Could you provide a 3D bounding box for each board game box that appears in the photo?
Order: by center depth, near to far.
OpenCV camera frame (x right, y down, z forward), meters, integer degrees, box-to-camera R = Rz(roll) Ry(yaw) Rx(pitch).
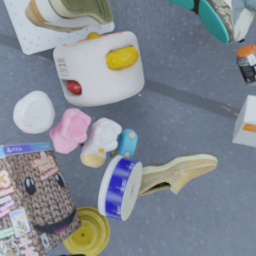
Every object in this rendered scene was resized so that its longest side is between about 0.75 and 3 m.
[{"bbox_3d":[-2.189,1.545,6.105,1.074,1.768,2.217,-25,84,13],"label":"board game box"},{"bbox_3d":[-2.043,-3.717,7.843,2.694,0.348,2.693,-19,103,-9],"label":"board game box"}]

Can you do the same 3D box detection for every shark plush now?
[{"bbox_3d":[2.252,-2.994,6.234,0.965,1.052,2.317,-6,83,-13],"label":"shark plush"}]

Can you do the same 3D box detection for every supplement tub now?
[{"bbox_3d":[3.009,-1.523,6.834,0.563,0.563,0.919,-40,117,-8],"label":"supplement tub"}]

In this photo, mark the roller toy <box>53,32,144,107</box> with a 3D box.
[{"bbox_3d":[-0.728,-1.574,7.050,2.102,2.304,1.610,-9,111,6],"label":"roller toy"}]

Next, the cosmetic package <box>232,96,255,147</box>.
[{"bbox_3d":[3.122,-0.070,6.711,0.922,1.818,0.648,12,76,17],"label":"cosmetic package"}]

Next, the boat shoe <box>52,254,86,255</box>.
[{"bbox_3d":[-1.664,3.102,6.247,0.536,1.782,0.635,39,115,40],"label":"boat shoe"}]

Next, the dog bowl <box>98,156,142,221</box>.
[{"bbox_3d":[-0.138,1.276,5.974,0.510,1.295,1.295,13,78,16],"label":"dog bowl"}]

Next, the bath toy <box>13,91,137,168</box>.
[{"bbox_3d":[-1.180,0.108,6.178,2.745,1.014,1.193,24,86,-30],"label":"bath toy"}]

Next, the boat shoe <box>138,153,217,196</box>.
[{"bbox_3d":[1.165,1.236,6.851,2.133,0.764,0.812,-22,50,29],"label":"boat shoe"}]

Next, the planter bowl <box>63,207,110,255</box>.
[{"bbox_3d":[-1.290,3.092,8.208,1.474,0.614,1.474,0,78,-1],"label":"planter bowl"}]

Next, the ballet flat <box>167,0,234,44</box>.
[{"bbox_3d":[1.551,-2.602,5.702,0.795,0.716,2.112,-41,67,-5],"label":"ballet flat"}]

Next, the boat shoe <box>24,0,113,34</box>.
[{"bbox_3d":[-1.188,-2.645,6.146,0.923,2.698,1.008,-15,100,24],"label":"boat shoe"}]
